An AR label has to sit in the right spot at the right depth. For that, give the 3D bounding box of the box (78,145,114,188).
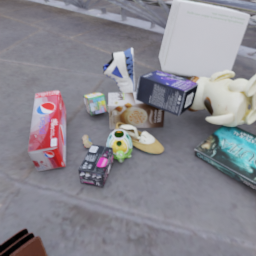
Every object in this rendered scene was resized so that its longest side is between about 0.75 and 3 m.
[{"bbox_3d":[-0.975,1.174,8.726,0.770,0.669,1.166,8,38,12],"label":"box"}]

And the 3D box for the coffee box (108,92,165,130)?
[{"bbox_3d":[0.301,-0.662,10.567,2.053,1.174,0.818,-3,42,-3],"label":"coffee box"}]

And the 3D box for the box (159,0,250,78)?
[{"bbox_3d":[3.063,-3.806,12.127,2.863,2.877,2.464,10,28,-3],"label":"box"}]

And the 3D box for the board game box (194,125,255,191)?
[{"bbox_3d":[3.706,0.888,8.894,1.786,0.372,2.641,-35,44,-24],"label":"board game box"}]

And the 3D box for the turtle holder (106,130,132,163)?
[{"bbox_3d":[-0.341,0.595,9.304,0.894,0.836,1.177,16,41,18],"label":"turtle holder"}]

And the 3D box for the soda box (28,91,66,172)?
[{"bbox_3d":[-2.717,0.001,9.686,0.945,1.044,2.981,-10,44,-2],"label":"soda box"}]

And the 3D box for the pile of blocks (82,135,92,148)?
[{"bbox_3d":[-1.471,0.530,9.921,0.234,0.310,0.754,-45,30,12],"label":"pile of blocks"}]

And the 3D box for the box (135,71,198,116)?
[{"bbox_3d":[1.291,-1.212,9.413,1.682,0.877,1.245,23,31,24],"label":"box"}]

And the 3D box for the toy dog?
[{"bbox_3d":[3.125,-1.000,10.035,2.499,1.798,2.577,-44,43,-18],"label":"toy dog"}]

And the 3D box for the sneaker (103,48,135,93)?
[{"bbox_3d":[-0.377,-2.190,11.643,1.303,2.256,0.911,-1,34,3],"label":"sneaker"}]

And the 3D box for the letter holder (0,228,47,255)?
[{"bbox_3d":[-2.710,2.950,6.193,0.772,1.091,1.536,29,48,31],"label":"letter holder"}]

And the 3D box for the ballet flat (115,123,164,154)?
[{"bbox_3d":[0.337,0.336,9.794,1.956,0.616,0.671,20,41,23],"label":"ballet flat"}]

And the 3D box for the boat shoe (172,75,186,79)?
[{"bbox_3d":[1.938,-1.724,11.956,2.823,1.057,0.873,-1,37,3],"label":"boat shoe"}]

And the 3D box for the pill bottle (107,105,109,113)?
[{"bbox_3d":[-0.482,-0.971,11.481,0.520,0.520,0.926,21,44,24],"label":"pill bottle"}]

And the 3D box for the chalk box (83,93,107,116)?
[{"bbox_3d":[-1.260,-0.939,11.021,0.693,0.696,1.119,-16,19,-19],"label":"chalk box"}]
